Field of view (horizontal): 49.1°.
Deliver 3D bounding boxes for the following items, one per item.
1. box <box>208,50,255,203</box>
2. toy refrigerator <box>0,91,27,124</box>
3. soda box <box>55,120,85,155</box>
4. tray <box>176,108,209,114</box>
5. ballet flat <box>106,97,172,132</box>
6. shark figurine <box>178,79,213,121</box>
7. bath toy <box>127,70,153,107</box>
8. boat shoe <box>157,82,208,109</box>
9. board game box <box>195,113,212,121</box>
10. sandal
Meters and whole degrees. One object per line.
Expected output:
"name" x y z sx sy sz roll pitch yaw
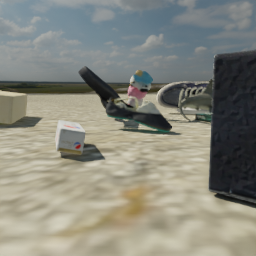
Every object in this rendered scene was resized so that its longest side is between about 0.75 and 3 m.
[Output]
"box" 2.291 -0.047 2.599 2.246 1.396 2.265 6 10 43
"toy refrigerator" -3.945 -0.672 8.980 0.960 0.885 2.529 5 7 -13
"soda box" -0.997 0.133 4.719 0.395 0.369 1.159 10 4 -16
"tray" 2.794 -0.670 11.303 1.580 0.175 0.848 5 11 30
"ballet flat" 0.234 -0.401 6.739 1.804 0.659 0.659 16 15 29
"shark figurine" 2.584 -1.067 9.571 2.878 1.201 1.720 1 22 -26
"bath toy" 0.288 -1.284 9.836 0.616 0.725 1.668 -34 -18 -27
"boat shoe" 2.693 -1.350 11.072 2.994 1.118 1.388 -9 7 -2
"board game box" 2.848 -0.310 8.487 0.968 0.201 1.431 -2 7 -19
"sandal" -0.803 -1.096 9.228 2.733 0.585 1.039 37 14 -53
